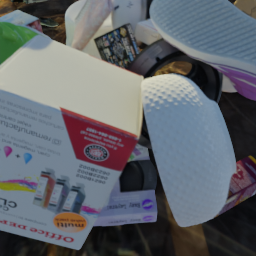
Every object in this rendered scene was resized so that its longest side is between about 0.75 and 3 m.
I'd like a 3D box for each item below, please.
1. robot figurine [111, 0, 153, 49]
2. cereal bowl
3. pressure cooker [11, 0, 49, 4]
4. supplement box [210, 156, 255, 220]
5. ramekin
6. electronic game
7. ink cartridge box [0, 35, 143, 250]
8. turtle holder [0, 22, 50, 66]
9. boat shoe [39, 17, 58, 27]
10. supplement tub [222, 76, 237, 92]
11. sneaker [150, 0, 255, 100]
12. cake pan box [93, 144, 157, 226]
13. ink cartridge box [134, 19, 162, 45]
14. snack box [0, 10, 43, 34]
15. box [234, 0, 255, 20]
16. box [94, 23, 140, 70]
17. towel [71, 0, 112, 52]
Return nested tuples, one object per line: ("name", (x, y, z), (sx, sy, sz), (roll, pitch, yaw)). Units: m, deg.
("robot figurine", (1.006, -3.001, 7.638), (2.944, 2.212, 1.837), (2, 52, -6))
("cereal bowl", (0.918, 0.222, 3.983), (0.902, 2.167, 2.167), (-16, 48, 11))
("pressure cooker", (-2.528, -3.916, 6.772), (1.795, 1.578, 1.603), (-22, 66, -19))
("supplement box", (2.518, 1.449, 6.867), (1.589, 0.877, 0.681), (-22, 52, -18))
("ramekin", (-1.120, -4.025, 11.242), (2.922, 1.425, 2.922), (0, 49, 0))
("electronic game", (0.911, -0.641, 5.725), (2.443, 2.443, 0.508), (-20, 34, -16))
("ink cartridge box", (-1.126, 0.295, 4.536), (1.898, 2.612, 1.889), (19, 34, -9))
("turtle holder", (-2.119, -1.384, 5.997), (2.382, 1.810, 1.692), (-19, -2, 33))
("boat shoe", (-3.620, -4.839, 12.680), (0.921, 0.305, 0.344), (17, 51, 14))
("supplement tub", (3.952, -2.813, 9.741), (2.098, 2.098, 2.989), (30, 56, 24))
("sneaker", (1.676, -1.272, 4.981), (2.878, 1.641, 1.043), (33, 86, 13))
("cake pan box", (-0.411, 1.392, 7.132), (2.244, 0.587, 2.066), (-3, 51, -2))
("ink cartridge box", (0.606, -2.200, 6.431), (0.618, 0.372, 0.851), (31, 39, 18))
("snack box", (-3.377, -1.335, 7.883), (1.005, 2.968, 2.503), (30, 56, 23))
("box", (3.471, -2.845, 7.755), (1.559, 1.907, 0.203), (30, 13, -7))
("box", (-0.204, -1.668, 6.105), (0.912, 0.919, 0.228), (-12, 17, 35))
("towel", (-1.065, -3.163, 7.933), (0.295, 1.832, 1.750), (21, 48, -31))
